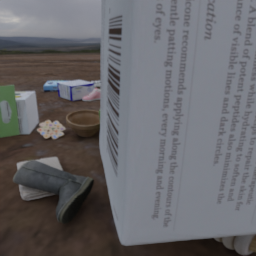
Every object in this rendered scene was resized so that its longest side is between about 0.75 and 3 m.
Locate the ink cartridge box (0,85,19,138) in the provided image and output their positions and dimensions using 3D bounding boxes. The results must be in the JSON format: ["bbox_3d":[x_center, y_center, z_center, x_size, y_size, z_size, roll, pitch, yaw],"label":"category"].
[{"bbox_3d":[-4.049,-0.240,7.379,2.192,1.595,0.526,-9,27,-27],"label":"ink cartridge box"}]

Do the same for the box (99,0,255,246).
[{"bbox_3d":[0.851,-0.538,3.505,2.282,2.651,2.665,-1,19,-10],"label":"box"}]

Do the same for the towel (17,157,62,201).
[{"bbox_3d":[-1.778,1.013,5.770,0.911,0.237,1.375,-7,23,-22],"label":"towel"}]

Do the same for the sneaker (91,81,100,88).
[{"bbox_3d":[-1.682,-2.475,15.906,0.686,0.421,1.054,-6,7,9],"label":"sneaker"}]

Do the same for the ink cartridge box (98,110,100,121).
[{"bbox_3d":[0.457,-0.387,8.455,2.040,1.046,2.761,-4,13,9],"label":"ink cartridge box"}]

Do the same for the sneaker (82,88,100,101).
[{"bbox_3d":[-1.658,-1.561,13.014,1.051,0.549,0.396,-12,24,-30],"label":"sneaker"}]

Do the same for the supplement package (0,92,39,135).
[{"bbox_3d":[-3.765,-0.489,8.843,1.489,1.122,1.130,-1,20,-2],"label":"supplement package"}]

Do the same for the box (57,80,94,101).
[{"bbox_3d":[-2.505,-1.817,13.458,1.275,0.727,1.386,-16,24,-38],"label":"box"}]

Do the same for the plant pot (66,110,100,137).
[{"bbox_3d":[-1.284,-0.094,8.509,1.156,0.534,1.156,2,28,-1],"label":"plant pot"}]

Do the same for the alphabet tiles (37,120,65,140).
[{"bbox_3d":[-2.292,0.057,8.372,0.753,0.055,0.737,39,45,21],"label":"alphabet tiles"}]

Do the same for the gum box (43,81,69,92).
[{"bbox_3d":[-3.893,-2.332,15.591,1.352,0.355,1.591,-2,19,-6],"label":"gum box"}]

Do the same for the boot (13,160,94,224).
[{"bbox_3d":[-1.418,1.045,4.925,1.347,0.489,1.224,19,20,9],"label":"boot"}]

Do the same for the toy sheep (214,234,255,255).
[{"bbox_3d":[1.547,1.207,4.057,1.044,1.044,1.514,-12,29,-32],"label":"toy sheep"}]
